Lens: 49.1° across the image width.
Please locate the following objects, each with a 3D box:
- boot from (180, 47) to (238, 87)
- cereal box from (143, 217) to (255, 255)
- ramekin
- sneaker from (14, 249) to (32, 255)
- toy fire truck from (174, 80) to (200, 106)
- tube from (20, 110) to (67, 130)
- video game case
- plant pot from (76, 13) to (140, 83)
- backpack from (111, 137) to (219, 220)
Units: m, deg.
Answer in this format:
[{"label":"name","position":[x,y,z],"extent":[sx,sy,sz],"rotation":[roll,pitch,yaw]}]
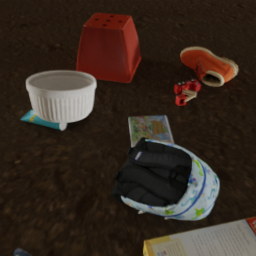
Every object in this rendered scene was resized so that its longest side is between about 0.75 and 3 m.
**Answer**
[{"label":"boot","position":[3.265,-2.684,12.295],"extent":[2.673,1.003,1.433],"rotation":[30,54,28]},{"label":"cereal box","position":[1.984,3.139,5.829],"extent":[2.938,0.581,2.114],"rotation":[-8,42,-9]},{"label":"ramekin","position":[-2.321,-1.119,9.926],"extent":[2.355,1.236,2.355],"rotation":[2,26,-1]},{"label":"sneaker","position":[-2.131,3.093,6.004],"extent":[1.237,0.434,0.508],"rotation":[24,43,26]},{"label":"toy fire truck","position":[2.399,-1.450,11.293],"extent":[1.442,0.351,1.017],"rotation":[-17,44,-19]},{"label":"tube","position":[-2.989,-0.295,9.985],"extent":[1.651,0.416,0.639],"rotation":[13,36,20]},{"label":"video game case","position":[0.752,0.111,9.638],"extent":[1.375,0.167,1.511],"rotation":[-2,41,-3]},{"label":"plant pot","position":[-0.855,-3.715,12.502],"extent":[2.495,2.199,2.492],"rotation":[8,41,10]},{"label":"backpack","position":[0.937,1.256,6.720],"extent":[1.842,2.395,1.954],"rotation":[34,71,-15]}]
